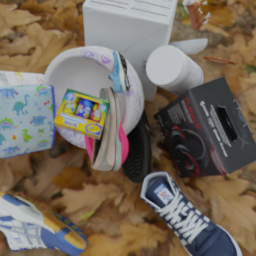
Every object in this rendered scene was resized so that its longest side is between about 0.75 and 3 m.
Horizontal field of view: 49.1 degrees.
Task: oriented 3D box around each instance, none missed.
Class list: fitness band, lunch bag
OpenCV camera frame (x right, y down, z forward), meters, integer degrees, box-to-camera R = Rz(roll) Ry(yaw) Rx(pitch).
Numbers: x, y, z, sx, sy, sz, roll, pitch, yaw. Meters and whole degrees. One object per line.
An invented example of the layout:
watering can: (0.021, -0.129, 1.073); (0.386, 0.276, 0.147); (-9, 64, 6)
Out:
fitness band: (-0.562, 0.298, 6.800); (1.077, 0.281, 1.499); (-39, 60, 25)
lunch bag: (-2.555, -0.180, 6.767); (1.428, 1.070, 1.680); (-11, 105, -35)

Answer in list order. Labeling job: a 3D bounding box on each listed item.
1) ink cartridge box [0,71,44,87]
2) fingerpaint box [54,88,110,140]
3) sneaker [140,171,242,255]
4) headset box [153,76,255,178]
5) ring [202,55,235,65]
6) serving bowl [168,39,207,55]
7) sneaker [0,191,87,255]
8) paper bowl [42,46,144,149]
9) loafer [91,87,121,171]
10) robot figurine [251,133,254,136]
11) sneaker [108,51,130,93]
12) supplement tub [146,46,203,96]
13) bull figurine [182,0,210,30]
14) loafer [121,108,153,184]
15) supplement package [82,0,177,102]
ink cartridge box: (-3.046, -0.818, 8.222); (2.556, 0.863, 1.489); (-7, 59, -50)
fingerpaint box: (-0.885, -0.269, 5.499); (0.910, 0.334, 0.759); (18, 71, -1)
sneaker: (1.236, 1.994, 6.328); (0.955, 1.479, 2.726); (-43, 34, -5)
headset box: (1.828, 0.109, 6.918); (1.016, 2.709, 2.013); (-22, 85, -17)
ring: (2.477, -1.861, 7.630); (0.885, 0.885, 0.085); (13, 99, 6)
serving bowl: (1.616, -2.160, 7.566); (1.040, 1.040, 0.342); (-8, 102, -3)
sneaker: (-2.371, 2.700, 7.193); (2.717, 1.023, 1.197); (23, 81, 16)
paper bowl: (-0.858, -0.845, 7.542); (2.641, 2.641, 1.374); (30, 30, 12)
loafer: (-0.545, -0.011, 6.236); (0.614, 0.702, 1.953); (1, 76, -25)
robot figurine: (3.170, 0.164, 8.356); (1.034, 0.749, 0.301); (-2, 111, -8)
sneaker: (-0.265, -1.224, 6.142); (0.444, 0.387, 0.986); (-12, 77, 21)
supplement tub: (1.232, -1.410, 7.206); (1.001, 1.518, 1.001); (-4, 83, 33)
bull figurine: (1.753, -3.015, 7.198); (0.586, 0.966, 0.314); (-27, 44, 6)
loafer: (0.381, 0.358, 7.998); (0.925, 0.904, 2.535); (-24, 56, 36)
supplement package: (0.033, -2.429, 8.096); (2.170, 2.787, 1.545); (14, 55, 5)
